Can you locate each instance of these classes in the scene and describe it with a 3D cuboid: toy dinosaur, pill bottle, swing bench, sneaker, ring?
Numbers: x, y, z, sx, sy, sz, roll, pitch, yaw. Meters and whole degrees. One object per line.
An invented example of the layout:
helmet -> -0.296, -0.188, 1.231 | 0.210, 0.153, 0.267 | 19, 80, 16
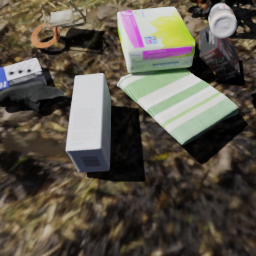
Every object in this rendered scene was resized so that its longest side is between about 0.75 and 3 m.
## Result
toy dinosaur -> 3.116, -4.202, 8.888 | 2.997, 1.531, 2.034 | -7, 50, 14
pill bottle -> 1.890, -2.185, 5.660 | 0.495, 0.495, 0.850 | 9, 40, 6
swing bench -> -1.881, -3.294, 8.332 | 0.997, 1.002, 0.650 | -2, 101, 19
sneaker -> -2.559, -0.751, 7.358 | 1.654, 0.497, 0.863 | -24, 59, -21
ring -> -2.523, -2.815, 8.590 | 0.924, 0.089, 0.924 | -3, 66, 7

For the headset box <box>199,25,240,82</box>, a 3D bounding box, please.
headset box -> 2.471, -2.107, 7.706 | 1.386, 0.520, 1.030 | 34, 50, -33

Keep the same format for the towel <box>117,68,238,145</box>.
towel -> 1.206, -0.828, 7.203 | 2.018, 0.309, 2.646 | -27, 54, -24

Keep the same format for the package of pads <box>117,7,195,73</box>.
package of pads -> 0.757, -2.635, 8.096 | 1.894, 0.836, 2.452 | -7, 47, -5

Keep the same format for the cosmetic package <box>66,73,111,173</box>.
cosmetic package -> -0.843, -0.141, 6.472 | 0.740, 1.054, 2.078 | -4, 54, 5

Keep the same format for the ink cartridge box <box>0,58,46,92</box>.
ink cartridge box -> -3.234, -1.330, 7.799 | 1.703, 0.376, 0.800 | -20, 59, -12
